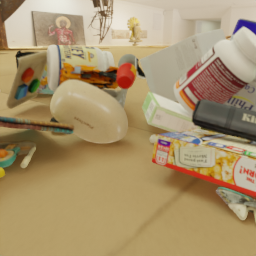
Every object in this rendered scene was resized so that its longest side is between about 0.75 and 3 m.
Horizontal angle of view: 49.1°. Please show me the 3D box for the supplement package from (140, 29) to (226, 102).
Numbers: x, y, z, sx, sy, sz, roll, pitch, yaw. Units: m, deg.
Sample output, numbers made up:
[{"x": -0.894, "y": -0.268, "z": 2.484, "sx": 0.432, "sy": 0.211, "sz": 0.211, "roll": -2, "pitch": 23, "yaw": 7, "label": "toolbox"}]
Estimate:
[{"x": 2.132, "y": -2.098, "z": 10.023, "sx": 2.476, "sy": 1.879, "sz": 1.866, "roll": -11, "pitch": 12, "yaw": 47, "label": "supplement package"}]

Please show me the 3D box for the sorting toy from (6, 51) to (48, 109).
[{"x": -3.316, "y": -1.821, "z": 10.120, "sx": 0.333, "sy": 1.852, "sz": 2.486, "roll": 29, "pitch": 28, "yaw": 3, "label": "sorting toy"}]

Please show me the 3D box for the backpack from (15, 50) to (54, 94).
[{"x": -3.514, "y": -2.511, "z": 12.513, "sx": 2.549, "sy": 1.919, "sz": 2.263, "roll": -8, "pitch": 20, "yaw": -15, "label": "backpack"}]

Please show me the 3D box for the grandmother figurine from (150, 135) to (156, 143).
[{"x": 0.958, "y": 0.283, "z": 7.255, "sx": 0.800, "sy": 0.242, "sz": 0.485, "roll": -1, "pitch": 1, "yaw": -10, "label": "grandmother figurine"}]

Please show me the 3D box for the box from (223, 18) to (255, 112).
[{"x": 3.687, "y": -1.568, "z": 8.242, "sx": 1.414, "sy": 2.694, "sz": 2.478, "roll": 30, "pitch": 28, "yaw": 29, "label": "box"}]

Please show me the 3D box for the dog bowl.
[{"x": -1.207, "y": -0.916, "z": 9.102, "sx": 2.393, "sy": 0.702, "sz": 2.393, "roll": -1, "pitch": 3, "yaw": 0, "label": "dog bowl"}]

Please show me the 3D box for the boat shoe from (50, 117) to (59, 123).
[{"x": -1.383, "y": -0.510, "z": 8.735, "sx": 0.933, "sy": 0.799, "sz": 2.549, "roll": 16, "pitch": 27, "yaw": 38, "label": "boat shoe"}]

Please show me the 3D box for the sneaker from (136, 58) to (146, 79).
[{"x": 0.356, "y": -2.293, "z": 10.565, "sx": 0.956, "sy": 0.535, "sz": 0.349, "roll": 32, "pitch": 35, "yaw": -5, "label": "sneaker"}]

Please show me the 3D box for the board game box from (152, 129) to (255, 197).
[{"x": 2.063, "y": 0.594, "z": 5.349, "sx": 2.574, "sy": 0.596, "sz": 1.950, "roll": 15, "pitch": 12, "yaw": 35, "label": "board game box"}]

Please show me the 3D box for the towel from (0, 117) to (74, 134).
[{"x": -2.818, "y": -0.109, "z": 6.684, "sx": 2.077, "sy": 0.307, "sz": 2.832, "roll": 6, "pitch": -1, "yaw": -38, "label": "towel"}]

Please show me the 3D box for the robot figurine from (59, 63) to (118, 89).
[{"x": -1.002, "y": -1.468, "z": 8.098, "sx": 1.852, "sy": 0.539, "sz": 1.343, "roll": 0, "pitch": -6, "yaw": -19, "label": "robot figurine"}]

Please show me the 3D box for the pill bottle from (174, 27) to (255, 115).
[{"x": 2.264, "y": -1.310, "z": 6.903, "sx": 1.229, "sy": 2.176, "sz": 1.229, "roll": 25, "pitch": 42, "yaw": -25, "label": "pill bottle"}]

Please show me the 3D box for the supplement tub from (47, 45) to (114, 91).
[{"x": -1.707, "y": -2.081, "z": 9.906, "sx": 2.145, "sy": 1.555, "sz": 1.555, "roll": -3, "pitch": 20, "yaw": -22, "label": "supplement tub"}]

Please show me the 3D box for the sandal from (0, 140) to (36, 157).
[{"x": -2.683, "y": 0.550, "z": 6.414, "sx": 1.153, "sy": 0.463, "sz": 0.311, "roll": -6, "pitch": 42, "yaw": -28, "label": "sandal"}]

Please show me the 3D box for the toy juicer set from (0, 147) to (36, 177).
[{"x": -2.569, "y": 0.671, "z": 5.791, "sx": 1.308, "sy": 0.356, "sz": 0.832, "roll": -17, "pitch": 26, "yaw": -17, "label": "toy juicer set"}]

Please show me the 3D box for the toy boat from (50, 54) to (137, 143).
[{"x": -0.598, "y": -0.712, "z": 6.862, "sx": 2.055, "sy": 2.445, "sz": 1.136, "roll": 35, "pitch": 33, "yaw": -18, "label": "toy boat"}]

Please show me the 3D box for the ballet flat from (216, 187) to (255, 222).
[{"x": 1.942, "y": 1.272, "z": 4.356, "sx": 1.190, "sy": 0.428, "sz": 0.428, "roll": 13, "pitch": 23, "yaw": 23, "label": "ballet flat"}]

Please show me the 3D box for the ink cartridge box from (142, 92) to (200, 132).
[{"x": 1.772, "y": -0.211, "z": 8.044, "sx": 2.604, "sy": 0.624, "sz": 1.895, "roll": 20, "pitch": 15, "yaw": -8, "label": "ink cartridge box"}]

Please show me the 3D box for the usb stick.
[{"x": 2.506, "y": -0.011, "z": 5.365, "sx": 2.571, "sy": 0.419, "sz": 0.713, "roll": 17, "pitch": 45, "yaw": 20, "label": "usb stick"}]
